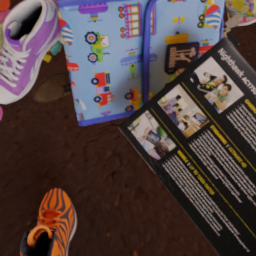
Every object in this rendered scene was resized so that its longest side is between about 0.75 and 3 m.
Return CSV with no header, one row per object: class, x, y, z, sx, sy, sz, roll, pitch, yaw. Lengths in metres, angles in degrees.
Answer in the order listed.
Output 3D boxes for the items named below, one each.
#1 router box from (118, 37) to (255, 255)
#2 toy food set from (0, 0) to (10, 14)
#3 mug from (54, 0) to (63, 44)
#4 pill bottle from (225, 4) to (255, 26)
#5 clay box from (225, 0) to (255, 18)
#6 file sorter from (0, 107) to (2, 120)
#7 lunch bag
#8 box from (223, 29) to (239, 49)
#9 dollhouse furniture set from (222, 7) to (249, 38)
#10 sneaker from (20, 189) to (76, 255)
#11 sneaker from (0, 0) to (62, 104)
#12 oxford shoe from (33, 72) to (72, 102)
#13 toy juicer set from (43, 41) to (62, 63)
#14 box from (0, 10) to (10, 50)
router box,1.395,0.366,3.959,1.916,0.656,2.569,-40,85,16
toy food set,-3.167,-1.164,4.331,1.313,1.393,2.919,11,39,41
mug,-1.430,-2.751,6.809,1.659,1.397,1.892,-39,95,-4
pill bottle,2.946,-3.595,7.242,0.928,1.629,0.928,-17,44,18
clay box,2.314,-2.744,5.693,0.671,1.168,0.278,32,92,27
file sorter,-2.638,-0.122,4.000,1.325,0.831,0.921,13,81,23
lunch bag,0.399,-1.398,5.144,2.901,2.184,1.365,-5,34,-2
box,1.308,-1.770,6.761,1.689,0.467,2.108,42,94,-5
dollhouse furniture set,2.317,-2.110,5.980,0.399,0.818,0.697,56,33,5
sneaker,-1.570,2.041,5.715,0.866,1.251,2.232,-5,47,-5
sneaker,-2.138,-1.394,5.221,0.873,2.409,1.374,35,16,-6
oxford shoe,-1.599,-1.104,7.117,1.704,0.619,0.719,-27,26,-11
toy juicer set,-2.248,-2.588,8.731,0.310,1.140,0.725,24,49,-40
box,-3.694,-2.352,7.527,0.722,1.313,1.493,40,42,20
